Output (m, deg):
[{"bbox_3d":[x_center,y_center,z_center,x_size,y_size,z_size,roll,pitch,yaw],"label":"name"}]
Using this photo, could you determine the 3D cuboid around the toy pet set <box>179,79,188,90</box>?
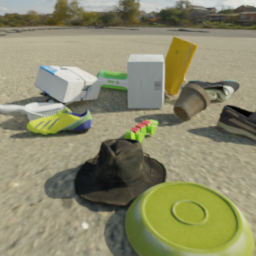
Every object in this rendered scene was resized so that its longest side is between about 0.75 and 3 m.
[{"bbox_3d":[3.107,-2.196,15.262,1.149,0.653,1.230,33,21,-16],"label":"toy pet set"}]

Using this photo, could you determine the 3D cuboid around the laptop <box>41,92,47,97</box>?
[{"bbox_3d":[-3.692,-1.845,14.813,1.167,0.680,1.317,20,5,38],"label":"laptop"}]

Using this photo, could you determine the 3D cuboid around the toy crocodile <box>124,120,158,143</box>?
[{"bbox_3d":[0.457,0.060,9.667,0.582,0.532,1.724,18,33,36],"label":"toy crocodile"}]

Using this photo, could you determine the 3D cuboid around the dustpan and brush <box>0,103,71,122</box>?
[{"bbox_3d":[-3.602,-0.618,10.905,2.999,0.858,2.093,-9,25,-21],"label":"dustpan and brush"}]

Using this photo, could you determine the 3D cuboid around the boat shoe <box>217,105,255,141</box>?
[{"bbox_3d":[4.476,-0.175,9.651,2.798,1.026,1.042,15,27,31],"label":"boat shoe"}]

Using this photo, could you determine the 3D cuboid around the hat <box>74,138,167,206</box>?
[{"bbox_3d":[-0.170,0.854,7.235,2.630,1.061,2.630,1,23,0],"label":"hat"}]

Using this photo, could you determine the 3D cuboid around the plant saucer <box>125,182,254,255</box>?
[{"bbox_3d":[1.214,1.815,5.633,2.545,0.395,2.545,2,25,-1],"label":"plant saucer"}]

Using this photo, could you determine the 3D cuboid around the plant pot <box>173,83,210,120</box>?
[{"bbox_3d":[2.404,-0.945,11.165,1.118,1.289,1.289,-44,42,-22],"label":"plant pot"}]

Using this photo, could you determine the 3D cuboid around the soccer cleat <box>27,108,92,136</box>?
[{"bbox_3d":[-2.434,-0.281,9.989,2.294,0.960,0.742,-3,23,-7],"label":"soccer cleat"}]

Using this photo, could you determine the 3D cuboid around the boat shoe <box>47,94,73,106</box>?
[{"bbox_3d":[-3.298,-1.485,13.335,1.686,0.621,0.541,25,25,38],"label":"boat shoe"}]

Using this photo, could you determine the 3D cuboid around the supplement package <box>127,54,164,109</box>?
[{"bbox_3d":[0.835,-2.238,13.102,1.617,2.103,2.199,1,23,5],"label":"supplement package"}]

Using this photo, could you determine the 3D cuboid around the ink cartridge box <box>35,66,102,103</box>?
[{"bbox_3d":[-2.696,-2.052,12.995,1.815,1.064,2.479,30,24,22],"label":"ink cartridge box"}]

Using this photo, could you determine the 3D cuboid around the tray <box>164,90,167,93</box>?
[{"bbox_3d":[1.993,-2.045,15.175,1.360,0.151,0.730,13,27,28],"label":"tray"}]

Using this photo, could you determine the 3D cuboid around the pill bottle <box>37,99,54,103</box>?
[{"bbox_3d":[-3.685,-0.934,12.143,0.484,0.484,0.911,13,27,28],"label":"pill bottle"}]

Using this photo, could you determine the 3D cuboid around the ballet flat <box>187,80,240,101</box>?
[{"bbox_3d":[4.211,-1.728,13.583,2.937,1.073,1.073,0,22,-15],"label":"ballet flat"}]

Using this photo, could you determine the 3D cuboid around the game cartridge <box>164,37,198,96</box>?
[{"bbox_3d":[2.426,-3.189,14.372,0.430,2.651,2.337,11,22,-19],"label":"game cartridge"}]

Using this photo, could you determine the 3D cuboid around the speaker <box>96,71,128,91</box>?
[{"bbox_3d":[-0.586,-2.605,15.450,2.284,1.010,1.010,11,26,25],"label":"speaker"}]
